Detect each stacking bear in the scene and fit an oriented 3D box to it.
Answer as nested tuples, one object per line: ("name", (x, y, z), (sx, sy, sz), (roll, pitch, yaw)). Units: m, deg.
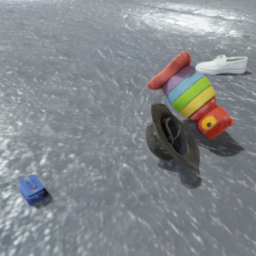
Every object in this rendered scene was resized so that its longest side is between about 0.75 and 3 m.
("stacking bear", (2.283, -0.926, 9.515), (2.826, 1.716, 1.607), (52, 24, 7))

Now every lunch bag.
("lunch bag", (-2.684, 1.724, 7.831), (0.550, 0.536, 0.810), (-28, 44, -32))

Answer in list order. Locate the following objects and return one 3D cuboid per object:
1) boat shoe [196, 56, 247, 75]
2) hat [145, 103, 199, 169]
("boat shoe", (4.816, -3.335, 14.470), (2.598, 0.867, 0.956), (-3, 36, -4))
("hat", (1.191, 0.431, 8.868), (0.989, 2.451, 2.451), (-35, 26, 26))
